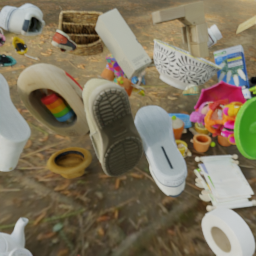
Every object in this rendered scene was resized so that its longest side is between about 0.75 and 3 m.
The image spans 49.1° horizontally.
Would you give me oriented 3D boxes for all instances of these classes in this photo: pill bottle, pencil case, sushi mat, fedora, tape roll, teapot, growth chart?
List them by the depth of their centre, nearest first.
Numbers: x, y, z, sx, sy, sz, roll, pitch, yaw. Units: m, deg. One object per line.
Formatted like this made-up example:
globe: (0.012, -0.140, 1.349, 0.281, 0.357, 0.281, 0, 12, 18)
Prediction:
teapot: (-3.045, 2.899, 5.998, 1.619, 1.198, 1.641, -3, 36, -3)
tape roll: (2.296, 2.508, 6.529, 0.431, 1.233, 1.233, -19, 39, -24)
growth chart: (2.902, 1.610, 8.718, 1.708, 0.209, 2.361, 0, 35, 1)
fedora: (-1.836, 1.192, 8.974, 1.473, 0.601, 1.473, -6, 31, 4)
sushi mat: (4.209, -3.645, 9.847, 0.057, 0.941, 0.450, 29, 74, -17)
pill bottle: (2.923, -3.342, 10.647, 1.138, 0.650, 0.650, -31, 28, 22)
pencil case: (-0.468, -2.353, 11.292, 0.566, 1.280, 0.566, -15, 33, 10)
pencil case: (-0.592, -3.108, 15.191, 1.328, 0.587, 0.587, 27, 43, 33)

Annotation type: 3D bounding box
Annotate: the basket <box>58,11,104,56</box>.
basket: (-1.873, -3.781, 11.297, 1.786, 1.330, 1.274, 3, 56, -2)

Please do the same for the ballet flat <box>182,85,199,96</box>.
ballet flat: (1.951, -1.180, 8.746, 0.343, 0.343, 0.969, -4, 6, -6)

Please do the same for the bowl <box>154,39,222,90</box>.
bowl: (1.847, -2.099, 9.918, 2.539, 1.192, 2.539, 21, 20, -8)

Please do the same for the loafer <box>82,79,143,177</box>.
loafer: (-0.326, 0.018, 6.051, 1.033, 2.730, 0.932, -20, 47, -13)

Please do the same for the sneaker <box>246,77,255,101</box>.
sneaker: (5.908, -1.861, 12.685, 0.956, 1.358, 2.557, 18, 39, 24)

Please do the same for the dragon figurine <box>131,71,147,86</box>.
dragon figurine: (0.533, -2.606, 14.328, 0.702, 1.185, 2.384, -1, 54, -4)

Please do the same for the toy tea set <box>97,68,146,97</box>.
toy tea set: (-0.326, -1.323, 8.934, 1.750, 0.647, 1.040, 22, 8, -36)

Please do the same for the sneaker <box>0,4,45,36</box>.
sneaker: (-3.167, -3.361, 9.037, 0.922, 0.951, 2.604, 25, 25, -8)

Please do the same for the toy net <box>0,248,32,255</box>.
toy net: (-1.562, 2.992, 5.628, 2.676, 0.517, 1.404, 30, 42, -4)

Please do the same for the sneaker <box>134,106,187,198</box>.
sneaker: (0.707, 0.499, 6.842, 0.972, 0.943, 2.663, -7, 41, -3)

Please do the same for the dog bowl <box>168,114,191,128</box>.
dog bowl: (1.677, -0.290, 11.025, 1.626, 0.403, 0.906, 0, 15, 1)

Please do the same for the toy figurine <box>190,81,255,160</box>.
toy figurine: (2.079, -0.256, 5.475, 2.317, 1.740, 2.133, -21, 14, -26)

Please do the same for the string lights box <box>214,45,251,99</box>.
string lights box: (3.800, -1.918, 10.232, 0.974, 1.896, 0.559, -10, -5, 29)

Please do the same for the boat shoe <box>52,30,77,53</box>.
boat shoe: (-2.128, -2.769, 9.312, 0.571, 0.502, 1.605, 26, 3, 0)

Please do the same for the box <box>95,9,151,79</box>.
box: (-0.198, -2.973, 10.031, 0.782, 0.939, 2.286, -33, 89, -20)

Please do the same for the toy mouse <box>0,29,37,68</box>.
toy mouse: (-3.647, -2.222, 8.177, 1.307, 0.285, 1.471, -36, 88, -23)

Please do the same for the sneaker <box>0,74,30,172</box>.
sneaker: (-3.388, -0.221, 6.862, 1.004, 1.574, 2.724, -11, 57, -42)

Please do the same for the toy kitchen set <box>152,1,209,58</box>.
toy kitchen set: (1.520, -2.898, 8.718, 1.424, 1.579, 1.288, -16, 19, -10)

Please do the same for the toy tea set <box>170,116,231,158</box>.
toy tea set: (2.511, 0.092, 10.165, 2.792, 1.033, 1.660, -10, 36, -14)

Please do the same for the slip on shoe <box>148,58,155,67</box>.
slip on shoe: (0.978, -3.740, 16.205, 1.399, 0.424, 0.532, -12, 37, -16)

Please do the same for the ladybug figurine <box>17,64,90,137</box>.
ladybug figurine: (-1.891, -0.752, 7.760, 1.744, 2.569, 0.924, -11, 44, 20)
